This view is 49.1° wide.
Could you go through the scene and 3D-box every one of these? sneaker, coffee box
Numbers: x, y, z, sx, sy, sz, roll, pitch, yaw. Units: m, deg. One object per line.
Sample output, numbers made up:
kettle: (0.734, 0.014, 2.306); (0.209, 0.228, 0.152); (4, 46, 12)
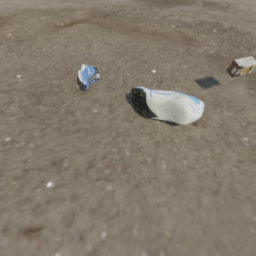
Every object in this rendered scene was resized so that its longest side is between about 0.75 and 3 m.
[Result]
sneaker: (1.244, -0.827, 9.725); (1.066, 1.057, 2.940); (-20, 30, -41)
coffee box: (4.033, -2.156, 9.940); (0.944, 0.534, 0.377); (-15, 62, -25)
sneaker: (-1.661, -2.218, 12.020); (0.838, 0.738, 1.879); (-1, 36, 3)
